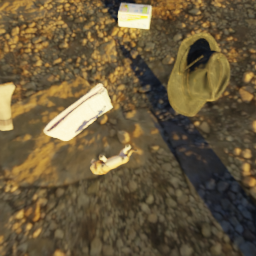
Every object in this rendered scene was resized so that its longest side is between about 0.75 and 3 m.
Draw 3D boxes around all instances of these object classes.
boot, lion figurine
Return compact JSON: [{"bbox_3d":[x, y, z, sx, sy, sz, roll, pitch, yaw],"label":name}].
[{"bbox_3d":[-3.304,-0.534,7.420,0.576,1.199,1.641,-15,11,-37],"label":"boot"},{"bbox_3d":[-0.363,0.844,7.109,1.268,0.777,0.460,-14,69,-4],"label":"lion figurine"}]

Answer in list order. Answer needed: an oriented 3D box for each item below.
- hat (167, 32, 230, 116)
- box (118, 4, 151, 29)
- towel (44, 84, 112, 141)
[{"bbox_3d":[2.167,-1.370,7.649,2.345,2.345,0.946,-38,38,-24],"label":"hat"},{"bbox_3d":[0.303,-5.274,13.211,1.446,0.733,0.813,8,54,5],"label":"box"},{"bbox_3d":[-1.239,-0.304,7.481,1.786,1.870,0.301,-38,82,-4],"label":"towel"}]
